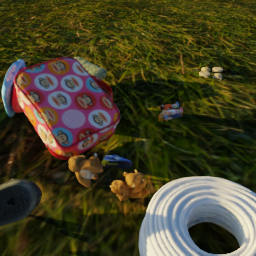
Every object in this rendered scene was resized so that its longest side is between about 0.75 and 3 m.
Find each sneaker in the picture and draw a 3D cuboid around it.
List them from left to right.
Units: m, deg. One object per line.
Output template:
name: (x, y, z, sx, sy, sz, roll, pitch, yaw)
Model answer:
sneaker: (-2.849, 1.662, 5.629, 2.379, 1.363, 0.909, -21, 83, -2)
sneaker: (-0.279, 0.857, 7.350, 0.788, 0.291, 0.324, 7, 34, 7)

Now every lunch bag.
lunch bag: (-1.579, -0.727, 7.951, 2.435, 1.133, 2.765, -29, 72, -28)

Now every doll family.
doll family: (1.233, -0.387, 8.307, 0.689, 0.500, 1.110, -11, 15, 4)

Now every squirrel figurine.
squirrel figurine: (-0.994, 0.867, 6.708, 0.854, 0.604, 0.797, 28, 24, 0)
squirrel figurine: (0.032, 1.292, 6.244, 0.805, 0.752, 0.570, -26, 64, -6)

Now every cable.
cable: (1.540, 2.053, 5.136, 2.695, 0.933, 2.695, 7, 37, 10)

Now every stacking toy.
stacking toy: (-2.522, -0.996, 9.155, 2.741, 1.504, 1.591, 15, 60, -7)

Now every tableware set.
tableware set: (3.547, -2.373, 11.930, 0.938, 0.130, 1.123, 10, 37, 15)

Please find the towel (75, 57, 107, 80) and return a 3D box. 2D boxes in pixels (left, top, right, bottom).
towel: (-2.220, -1.859, 10.727, 1.834, 0.451, 2.473, 31, 55, 27)
